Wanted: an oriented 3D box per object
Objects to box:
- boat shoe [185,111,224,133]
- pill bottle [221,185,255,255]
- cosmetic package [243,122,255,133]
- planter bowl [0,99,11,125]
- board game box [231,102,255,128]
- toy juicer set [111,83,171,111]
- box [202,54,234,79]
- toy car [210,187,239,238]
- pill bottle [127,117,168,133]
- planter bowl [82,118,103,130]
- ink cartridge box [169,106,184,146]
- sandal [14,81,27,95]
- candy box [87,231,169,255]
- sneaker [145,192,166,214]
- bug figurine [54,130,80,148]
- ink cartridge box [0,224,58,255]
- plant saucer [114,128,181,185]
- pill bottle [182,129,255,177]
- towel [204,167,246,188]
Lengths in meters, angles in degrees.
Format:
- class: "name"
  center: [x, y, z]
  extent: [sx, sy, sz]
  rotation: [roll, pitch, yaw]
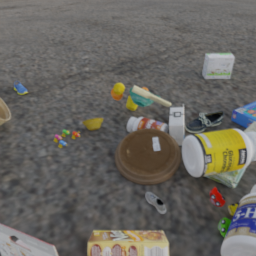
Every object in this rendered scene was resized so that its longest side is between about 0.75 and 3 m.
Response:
- class: "boat shoe"
  center: [3.327, -0.288, 12.062]
  extent: [1.876, 0.580, 0.702]
  rotation: [-13, 53, -18]
- class: "pill bottle"
  center: [3.430, 2.527, 7.112]
  extent: [1.474, 1.474, 2.463]
  rotation: [19, 37, 26]
- class: "cosmetic package"
  center: [4.775, 0.411, 10.842]
  extent: [1.316, 0.574, 0.680]
  rotation: [-33, 52, -24]
- class: "planter bowl"
  center: [-6.279, -0.707, 11.579]
  extent: [1.499, 2.227, 2.227]
  rotation: [-39, 38, 5]
- class: "board game box"
  center: [6.140, -0.303, 12.060]
  extent: [1.944, 0.575, 2.556]
  rotation: [-19, 35, -26]
- class: "toy juicer set"
  center: [0.364, -1.528, 12.078]
  extent: [1.875, 0.802, 2.947]
  rotation: [29, -14, -28]
- class: "box"
  center: [5.260, -3.609, 16.410]
  extent: [1.521, 1.342, 0.736]
  rotation: [-2, 34, -1]
- class: "toy car"
  center: [2.740, 2.513, 7.954]
  extent: [1.351, 0.301, 1.271]
  rotation: [31, 52, -18]
- class: "pill bottle"
  center: [0.765, 0.062, 11.366]
  extent: [1.531, 0.859, 0.859]
  rotation: [17, 37, 23]
- class: "planter bowl"
  center: [-1.468, -0.121, 11.899]
  extent: [0.920, 0.383, 0.920]
  rotation: [-12, -9, -2]
- class: "ink cartridge box"
  center: [2.014, -0.162, 11.535]
  extent: [0.576, 1.001, 1.729]
  rotation: [-1, 33, 12]
- class: "sandal"
  center: [-5.802, -2.142, 14.990]
  extent: [1.155, 0.503, 0.459]
  rotation: [29, 42, 34]
- class: "candy box"
  center: [0.002, 2.916, 6.919]
  extent: [1.883, 0.521, 1.087]
  rotation: [1, -7, 0]
- class: "sneaker"
  center: [0.870, 2.216, 8.590]
  extent: [0.327, 0.359, 0.876]
  rotation: [-23, 40, -30]
- class: "bug figurine"
  center: [-2.528, 0.376, 11.414]
  extent: [0.843, 0.280, 1.087]
  rotation: [20, 39, 28]
- class: "ink cartridge box"
  center: [-1.733, 2.737, 5.598]
  extent: [2.430, 2.141, 0.543]
  rotation: [1, 22, 37]
- class: "plant saucer"
  center: [0.680, 0.892, 9.959]
  extent: [2.392, 0.352, 2.392]
  rotation: [-4, 50, 5]
- class: "pill bottle"
  center: [3.130, 0.768, 9.230]
  extent: [2.445, 1.369, 1.369]
  rotation: [-8, 35, -12]
- class: "towel"
  center: [3.369, 1.374, 9.847]
  extent: [1.302, 0.366, 1.521]
  rotation: [22, 40, 28]
